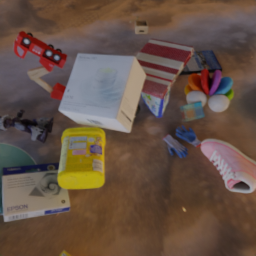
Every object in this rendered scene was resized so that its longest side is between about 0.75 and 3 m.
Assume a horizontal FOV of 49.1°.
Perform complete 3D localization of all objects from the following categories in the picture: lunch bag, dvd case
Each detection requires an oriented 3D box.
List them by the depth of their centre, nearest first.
[{"bbox_3d":[1.112,-1.492,10.951,1.105,1.475,1.735,-6,48,-5],"label":"lunch bag"},{"bbox_3d":[3.128,-3.079,13.184,2.193,0.192,1.564,-5,50,-5],"label":"dvd case"}]

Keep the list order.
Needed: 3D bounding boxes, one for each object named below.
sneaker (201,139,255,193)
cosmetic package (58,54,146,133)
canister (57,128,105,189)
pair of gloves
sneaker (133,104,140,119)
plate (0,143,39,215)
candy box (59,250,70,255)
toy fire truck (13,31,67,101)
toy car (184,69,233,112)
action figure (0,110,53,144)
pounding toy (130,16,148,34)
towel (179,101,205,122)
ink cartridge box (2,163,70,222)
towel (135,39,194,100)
[{"bbox_3d":[3.184,1.242,8.989,2.195,0.826,1.147,32,51,20],"label":"sneaker"},{"bbox_3d":[-0.826,-1.213,9.463,2.182,1.345,2.188,9,74,24],"label":"cosmetic package"},{"bbox_3d":[-1.458,0.942,8.974,1.470,0.856,1.979,-2,40,-4],"label":"canister"},{"bbox_3d":[1.941,0.479,10.114,1.400,0.160,1.126,-29,55,-24],"label":"pair of gloves"},{"bbox_3d":[-0.902,-1.105,10.860,2.859,1.143,1.054,16,49,12],"label":"sneaker"},{"bbox_3d":[-3.949,1.537,8.588,2.436,0.311,2.436,21,45,-22],"label":"plate"},{"bbox_3d":[-1.089,4.219,6.747,2.406,0.318,1.230,29,52,22],"label":"candy box"},{"bbox_3d":[-3.269,-2.311,10.786,2.557,1.803,0.623,25,30,-23],"label":"toy fire truck"},{"bbox_3d":[3.260,-1.658,11.117,1.923,1.442,1.683,11,49,10],"label":"toy car"},{"bbox_3d":[-3.946,-0.176,10.191,2.264,0.786,1.473,13,29,0],"label":"action figure"},{"bbox_3d":[0.565,-5.521,15.096,0.964,0.502,1.097,-1,49,-1],"label":"pounding toy"},{"bbox_3d":[2.457,-0.622,10.752,0.863,0.094,0.633,-14,93,4],"label":"towel"},{"bbox_3d":[-2.822,1.776,8.523,1.858,0.378,1.862,-4,48,-24],"label":"ink cartridge box"},{"bbox_3d":[1.043,-2.323,10.590,2.010,0.317,2.790,21,60,26],"label":"towel"}]
